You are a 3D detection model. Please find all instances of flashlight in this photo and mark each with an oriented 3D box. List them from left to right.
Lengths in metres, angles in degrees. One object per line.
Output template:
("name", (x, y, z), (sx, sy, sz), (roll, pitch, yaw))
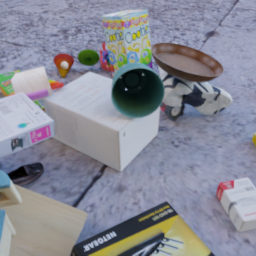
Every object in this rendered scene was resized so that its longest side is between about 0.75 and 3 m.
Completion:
("flashlight", (1.251, -1.095, 10.513), (0.732, 0.730, 2.155), (-36, 40, -3))

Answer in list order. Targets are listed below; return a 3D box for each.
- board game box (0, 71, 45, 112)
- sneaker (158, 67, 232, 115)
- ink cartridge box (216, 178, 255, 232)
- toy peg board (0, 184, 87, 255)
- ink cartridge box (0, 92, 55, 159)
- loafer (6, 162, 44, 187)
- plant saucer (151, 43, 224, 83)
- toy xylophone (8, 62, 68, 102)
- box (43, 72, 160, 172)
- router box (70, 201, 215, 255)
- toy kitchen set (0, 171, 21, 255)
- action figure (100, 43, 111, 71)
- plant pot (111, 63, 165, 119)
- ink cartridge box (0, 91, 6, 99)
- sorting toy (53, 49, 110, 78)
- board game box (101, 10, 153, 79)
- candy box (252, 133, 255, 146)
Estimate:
("board game box", (-4.013, -1.329, 10.532), (1.130, 0.355, 2.366), (-25, 61, -39))
("sneaker", (2.262, -1.588, 9.858), (2.941, 1.174, 1.914), (3, 55, -24))
("ink cartridge box", (2.808, 1.847, 6.810), (0.832, 0.483, 1.153), (-8, 38, -10))
("toy peg board", (-2.241, 2.385, 5.586), (2.156, 1.054, 2.147), (22, 24, 1))
("ink cartridge box", (-3.388, 0.123, 6.530), (2.835, 0.595, 1.692), (-24, 45, -34))
("loafer", (-2.799, 1.247, 7.383), (0.543, 0.476, 1.512), (22, 29, 22))
("plant saucer", (1.788, -2.018, 8.726), (2.343, 0.403, 2.343), (11, 36, -8))
("toy xylophone", (-2.898, -1.547, 9.233), (2.076, 0.712, 2.835), (-15, 21, -5))
("box", (-0.781, -0.332, 8.777), (2.872, 1.527, 2.187), (23, 43, 27))
("router box", (0.404, 2.574, 5.107), (2.375, 0.620, 1.868), (-13, 45, -38))
("toy kitchen set", (-3.008, 1.456, 4.445), (2.108, 1.242, 1.689), (-9, 45, -4))
("action figure", (-0.933, -3.478, 13.641), (0.905, 0.715, 2.765), (-1, 40, -5))
("plant pot", (0.179, -1.117, 7.496), (1.376, 1.376, 1.104), (-5, 31, -6))
("ink cartridge box", (-4.649, -1.655, 11.465), (1.741, 0.379, 1.511), (14, 41, 17))
("sorting toy", (-1.966, -2.812, 12.577), (2.865, 0.994, 0.987), (-8, 61, 5))
("board game box", (0.015, -3.413, 11.703), (1.361, 2.642, 1.385), (-26, 32, -30))
("candy box", (4.852, 1.108, 7.847), (1.510, 0.390, 2.954), (-5, 37, -3))
